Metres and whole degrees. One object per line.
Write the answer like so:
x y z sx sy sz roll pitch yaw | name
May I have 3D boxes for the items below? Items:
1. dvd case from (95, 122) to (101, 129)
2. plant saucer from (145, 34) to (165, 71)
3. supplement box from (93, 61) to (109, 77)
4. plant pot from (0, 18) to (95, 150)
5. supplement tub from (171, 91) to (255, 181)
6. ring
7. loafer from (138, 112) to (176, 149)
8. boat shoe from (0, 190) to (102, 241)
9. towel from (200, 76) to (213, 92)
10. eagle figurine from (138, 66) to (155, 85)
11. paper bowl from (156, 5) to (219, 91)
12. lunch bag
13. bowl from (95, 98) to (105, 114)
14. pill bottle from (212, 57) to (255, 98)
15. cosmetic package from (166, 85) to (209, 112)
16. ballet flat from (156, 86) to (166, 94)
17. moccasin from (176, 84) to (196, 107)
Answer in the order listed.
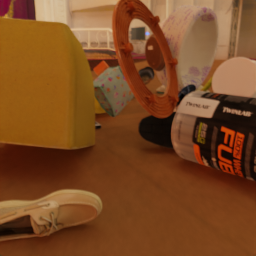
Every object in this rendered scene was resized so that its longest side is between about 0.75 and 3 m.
-1.533 -0.131 9.529 0.860 0.141 1.144 -9 20 -27 | dvd case
0.831 -2.345 8.761 0.172 1.165 1.165 -14 21 -22 | plant saucer
-0.666 -1.955 11.714 0.580 1.743 0.600 -40 46 6 | supplement box
-2.135 -0.997 6.683 2.616 2.694 2.633 6 -2 3 | plant pot
2.450 0.182 5.898 2.738 1.677 1.677 14 22 40 | supplement tub
0.538 -1.520 6.010 0.255 2.656 2.656 -15 8 31 | ring
1.556 0.082 7.759 2.729 0.993 0.986 4 -1 -11 | loafer
-1.225 1.335 4.092 1.695 0.612 0.551 -6 24 -2 | boat shoe
2.430 -1.124 9.154 0.234 1.114 2.589 41 67 7 | towel
0.697 -2.419 15.200 1.503 1.495 1.981 -7 27 11 | eagle figurine
1.925 -2.828 10.026 1.514 2.912 2.912 25 28 33 | paper bowl
-0.429 -1.055 8.331 0.738 1.210 1.031 10 51 48 | lunch bag
-1.378 -1.023 10.797 1.663 0.895 1.663 30 16 -10 | bowl
3.437 -0.965 7.920 1.593 1.593 2.862 13 0 37 | pill bottle
2.439 -1.288 11.697 1.369 0.966 2.644 -1 19 -2 | cosmetic package
2.339 -2.126 15.098 0.713 0.659 2.115 -11 20 -34 | ballet flat
1.711 -0.927 8.548 1.061 0.427 0.362 -43 22 -9 | moccasin
